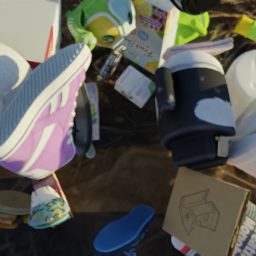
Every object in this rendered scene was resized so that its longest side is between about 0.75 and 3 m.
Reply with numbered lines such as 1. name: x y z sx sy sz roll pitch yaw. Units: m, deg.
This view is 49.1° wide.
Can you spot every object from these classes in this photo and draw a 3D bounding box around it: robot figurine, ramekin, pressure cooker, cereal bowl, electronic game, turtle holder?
1. robot figurine: 1.575 -0.463 6.952 1.837 2.212 2.944 -3 67 2
2. ramekin: 4.700 -1.335 9.785 2.922 1.425 2.922 0 61 0
3. pressure cooker: 1.692 -4.163 7.565 1.603 1.578 1.795 -31 66 -1
4. cereal bowl: -3.254 -0.849 6.412 2.167 2.167 0.902 -5 42 -2
5. ramekin: 3.539 0.096 6.721 1.234 2.650 2.650 37 66 0
6. electronic game: -1.462 -0.494 7.078 0.508 2.443 2.443 -14 60 -28
7. turtle holder: -0.729 -3.283 8.299 1.692 1.810 2.382 47 22 -13
8. robot figurine: 2.184 -4.169 11.358 2.423 1.401 2.125 -30 44 -13

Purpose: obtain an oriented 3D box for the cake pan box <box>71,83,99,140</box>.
1. cake pan box: -2.084 -0.491 9.812 2.066 0.587 2.244 -4 61 0

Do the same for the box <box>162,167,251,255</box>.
1. box: 1.539 1.786 5.926 0.203 1.907 1.559 19 87 -29

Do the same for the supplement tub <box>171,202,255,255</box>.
1. supplement tub: 2.815 2.941 7.028 2.989 2.098 2.098 34 66 17

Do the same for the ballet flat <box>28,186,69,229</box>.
1. ballet flat: -1.569 1.452 5.245 0.761 2.051 0.761 6 72 -19

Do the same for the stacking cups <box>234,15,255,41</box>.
1. stacking cups: 3.913 -2.548 7.891 1.779 0.538 0.538 30 65 7

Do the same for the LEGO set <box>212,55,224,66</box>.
1. LEGO set: 2.992 -2.784 10.929 1.409 0.816 1.083 1 61 0

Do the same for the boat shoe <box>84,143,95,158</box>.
1. boat shoe: -1.187 0.350 7.683 0.386 0.322 1.034 -14 80 -32

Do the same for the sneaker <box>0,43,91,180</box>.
1. sneaker: -1.469 -0.297 5.853 1.043 1.641 2.878 20 70 44

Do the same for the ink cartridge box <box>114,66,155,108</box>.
1. ink cartridge box: 0.179 -0.999 6.803 0.851 0.372 0.618 36 71 0

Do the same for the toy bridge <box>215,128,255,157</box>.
1. toy bridge: 2.421 0.276 4.786 1.789 0.243 0.601 6 76 11

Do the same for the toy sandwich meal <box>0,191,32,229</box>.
1. toy sandwich meal: -2.689 1.859 6.457 1.281 1.281 0.439 16 94 9

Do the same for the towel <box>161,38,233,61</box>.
1. towel: 1.885 -2.220 8.056 1.750 1.832 0.295 -6 97 3

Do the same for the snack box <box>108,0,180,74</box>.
1. snack box: 0.464 -3.681 10.187 2.503 2.968 1.005 34 66 17

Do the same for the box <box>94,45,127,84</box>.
1. box: -0.439 -1.658 7.282 0.228 0.919 0.912 35 30 -4

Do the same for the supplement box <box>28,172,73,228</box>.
1. supplement box: -2.293 1.993 8.251 0.681 0.877 1.589 -25 64 -14

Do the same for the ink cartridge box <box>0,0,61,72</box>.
1. ink cartridge box: -2.953 -2.413 7.809 1.889 2.612 1.898 10 81 -11

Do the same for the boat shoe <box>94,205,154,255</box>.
1. boat shoe: 0.040 2.376 6.093 0.819 0.668 1.946 18 20 38
